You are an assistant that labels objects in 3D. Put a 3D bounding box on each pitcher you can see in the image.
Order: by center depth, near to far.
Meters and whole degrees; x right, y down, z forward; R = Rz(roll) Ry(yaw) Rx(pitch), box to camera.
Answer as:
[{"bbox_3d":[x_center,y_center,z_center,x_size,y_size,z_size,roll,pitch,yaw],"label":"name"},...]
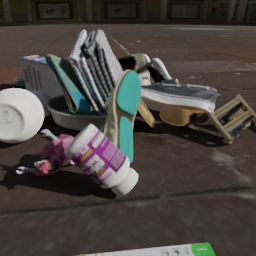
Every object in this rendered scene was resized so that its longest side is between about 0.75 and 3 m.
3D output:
[{"bbox_3d":[-3.306,-0.392,7.773,1.986,1.403,2.315,-9,16,-3],"label":"pitcher"}]

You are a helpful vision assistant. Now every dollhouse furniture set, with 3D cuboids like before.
[{"bbox_3d":[2.943,-0.073,7.723,0.929,1.318,0.924,-34,64,7],"label":"dollhouse furniture set"}]

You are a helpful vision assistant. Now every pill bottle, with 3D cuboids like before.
[{"bbox_3d":[-0.474,0.651,5.326,1.372,0.771,0.771,44,25,-10],"label":"pill bottle"}]

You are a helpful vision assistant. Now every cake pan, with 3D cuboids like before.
[{"bbox_3d":[-1.113,-0.545,8.703,2.765,0.507,2.765,3,20,-1],"label":"cake pan"}]

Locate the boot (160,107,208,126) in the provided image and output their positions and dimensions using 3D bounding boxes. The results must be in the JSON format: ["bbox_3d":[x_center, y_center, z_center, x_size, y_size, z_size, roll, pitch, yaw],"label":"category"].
[{"bbox_3d":[1.558,-0.350,8.210,1.387,0.532,1.077,-3,3,-2],"label":"boot"}]

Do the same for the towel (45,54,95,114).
[{"bbox_3d":[-1.494,-1.252,8.457,0.259,1.750,2.387,-28,-1,14],"label":"towel"}]

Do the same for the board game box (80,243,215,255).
[{"bbox_3d":[-0.015,2.183,3.082,2.527,0.435,1.711,-3,25,-7],"label":"board game box"}]

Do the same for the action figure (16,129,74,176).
[{"bbox_3d":[-1.524,0.675,5.798,1.102,0.991,1.480,33,9,-12],"label":"action figure"}]

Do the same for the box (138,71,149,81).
[{"bbox_3d":[0.571,-1.852,11.360,0.519,0.889,0.267,-10,26,-19],"label":"box"}]

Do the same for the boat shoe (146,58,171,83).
[{"bbox_3d":[1.229,-1.578,9.808,0.621,1.777,0.589,-8,32,50],"label":"boat shoe"}]

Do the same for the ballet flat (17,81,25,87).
[{"bbox_3d":[-4.401,-1.913,12.187,1.002,0.341,0.343,14,19,28],"label":"ballet flat"}]

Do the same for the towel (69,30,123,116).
[{"bbox_3d":[-0.766,-1.721,8.520,0.983,2.296,1.901,-15,36,12],"label":"towel"}]

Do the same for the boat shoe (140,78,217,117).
[{"bbox_3d":[1.359,-1.120,9.094,2.936,0.995,1.053,11,-16,27],"label":"boat shoe"}]

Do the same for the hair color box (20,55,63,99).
[{"bbox_3d":[-2.932,-1.887,10.753,2.878,1.439,0.871,21,34,37],"label":"hair color box"}]

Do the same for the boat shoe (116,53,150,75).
[{"bbox_3d":[-0.446,-2.061,10.411,2.620,0.936,0.783,-18,-5,36],"label":"boat shoe"}]

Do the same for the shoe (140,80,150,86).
[{"bbox_3d":[0.445,-1.339,10.635,0.470,0.615,1.760,17,37,29],"label":"shoe"}]

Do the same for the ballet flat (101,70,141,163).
[{"bbox_3d":[-0.272,-0.262,6.813,0.899,0.899,2.587,4,62,8],"label":"ballet flat"}]

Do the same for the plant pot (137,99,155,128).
[{"bbox_3d":[0.400,-0.611,8.191,0.190,1.383,1.383,-35,24,9],"label":"plant pot"}]
